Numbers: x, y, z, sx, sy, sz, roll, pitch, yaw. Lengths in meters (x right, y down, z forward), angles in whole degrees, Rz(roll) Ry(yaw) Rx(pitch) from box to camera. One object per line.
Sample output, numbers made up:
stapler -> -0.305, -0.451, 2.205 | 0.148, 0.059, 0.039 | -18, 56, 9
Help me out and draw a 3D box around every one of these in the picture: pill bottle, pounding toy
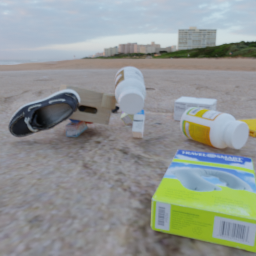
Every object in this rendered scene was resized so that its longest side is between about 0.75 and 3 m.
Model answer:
pill bottle -> 0.058, -1.079, 8.138 | 0.884, 0.884, 1.546 | -1, 35, -3
pill bottle -> 2.799, 0.022, 9.193 | 1.130, 1.130, 2.034 | -10, 19, -33
pounding toy -> -1.165, -0.682, 10.219 | 2.488, 1.295, 2.831 | 10, 6, -22

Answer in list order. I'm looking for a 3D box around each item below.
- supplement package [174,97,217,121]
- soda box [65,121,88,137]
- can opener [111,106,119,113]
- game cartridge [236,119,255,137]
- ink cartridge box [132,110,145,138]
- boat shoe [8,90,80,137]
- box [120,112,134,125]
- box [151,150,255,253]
supplement package -> 3.049, -0.814, 12.694 | 1.632, 0.905, 1.271 | 9, 18, 25
soda box -> -1.962, -0.049, 10.764 | 0.427, 0.460, 1.344 | 1, 15, 10
can opener -> -0.892, -1.064, 14.562 | 0.454, 0.563, 1.433 | -17, 12, -25
game cartridge -> 5.125, -0.026, 11.112 | 1.809, 0.293, 1.595 | -3, 15, -20
ink cartridge box -> 0.375, -0.145, 10.030 | 0.361, 0.858, 0.626 | 5, -21, 8
boat shoe -> -2.829, -0.326, 9.129 | 2.765, 1.022, 0.834 | -21, 29, 13
box -> 0.146, -0.600, 11.811 | 0.812, 0.392, 0.714 | -29, 23, 21
box -> 1.689, 1.204, 5.815 | 1.775, 0.694, 2.911 | 6, 17, 18
